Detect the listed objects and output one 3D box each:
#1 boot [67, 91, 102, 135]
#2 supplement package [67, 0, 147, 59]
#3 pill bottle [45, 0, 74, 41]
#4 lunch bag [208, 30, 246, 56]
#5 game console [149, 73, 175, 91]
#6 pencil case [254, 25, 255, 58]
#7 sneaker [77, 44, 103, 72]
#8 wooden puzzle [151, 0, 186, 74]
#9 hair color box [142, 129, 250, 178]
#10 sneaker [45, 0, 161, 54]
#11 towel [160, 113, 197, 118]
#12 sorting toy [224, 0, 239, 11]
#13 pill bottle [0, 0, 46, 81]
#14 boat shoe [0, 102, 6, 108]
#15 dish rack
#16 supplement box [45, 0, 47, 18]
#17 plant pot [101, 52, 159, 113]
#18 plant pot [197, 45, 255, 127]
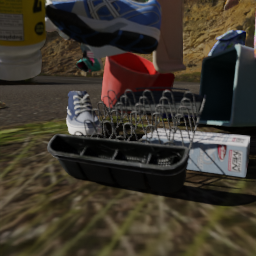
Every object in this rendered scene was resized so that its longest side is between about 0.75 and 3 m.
[{"bbox_3d":[-1.396,-0.503,8.236,0.896,1.113,2.464,-5,12,-23],"label":"boot"},{"bbox_3d":[-0.483,-3.451,8.179,1.794,2.303,1.277,-3,40,30],"label":"supplement package"},{"bbox_3d":[-1.536,-3.920,10.038,2.954,1.719,1.719,2,8,-30],"label":"pill bottle"},{"bbox_3d":[3.472,-2.834,9.701,0.744,1.168,0.993,29,13,-17],"label":"lunch bag"},{"bbox_3d":[0.545,-1.926,14.139,2.884,1.712,2.486,-2,11,-15],"label":"game console"},{"bbox_3d":[3.869,-2.870,7.142,1.103,2.523,1.103,7,-10,1],"label":"pencil case"},{"bbox_3d":[-1.474,-2.349,9.548,0.733,1.214,0.507,-28,-21,-28],"label":"sneaker"},{"bbox_3d":[1.195,-3.154,8.704,0.524,2.814,2.603,-1,13,27],"label":"wooden puzzle"},{"bbox_3d":[1.229,0.397,5.079,1.761,0.534,0.872,4,12,26],"label":"hair color box"},{"bbox_3d":[-0.584,-2.616,6.697,2.941,1.133,1.113,16,-7,10],"label":"sneaker"},{"bbox_3d":[1.986,-0.598,10.864,1.612,0.399,1.190,1,4,3],"label":"towel"},{"bbox_3d":[3.322,-4.105,8.646,0.732,0.791,0.144,-33,67,-24],"label":"sorting toy"},{"bbox_3d":[-2.594,-2.568,6.026,1.593,2.788,1.593,7,35,-5],"label":"pill bottle"},{"bbox_3d":[-6.381,-1.141,13.627,0.416,0.355,1.134,2,11,12],"label":"boat shoe"},{"bbox_3d":[0.223,-0.118,4.884,2.116,0.753,2.759,6,39,22],"label":"dish rack"},{"bbox_3d":[-2.839,-3.648,8.331,0.557,0.829,0.829,-2,26,19],"label":"supplement box"},{"bbox_3d":[-0.069,-1.852,11.699,2.267,2.006,2.267,16,30,-9],"label":"plant pot"},{"bbox_3d":[3.653,-1.081,8.522,2.218,2.172,2.178,5,3,-11],"label":"plant pot"}]
